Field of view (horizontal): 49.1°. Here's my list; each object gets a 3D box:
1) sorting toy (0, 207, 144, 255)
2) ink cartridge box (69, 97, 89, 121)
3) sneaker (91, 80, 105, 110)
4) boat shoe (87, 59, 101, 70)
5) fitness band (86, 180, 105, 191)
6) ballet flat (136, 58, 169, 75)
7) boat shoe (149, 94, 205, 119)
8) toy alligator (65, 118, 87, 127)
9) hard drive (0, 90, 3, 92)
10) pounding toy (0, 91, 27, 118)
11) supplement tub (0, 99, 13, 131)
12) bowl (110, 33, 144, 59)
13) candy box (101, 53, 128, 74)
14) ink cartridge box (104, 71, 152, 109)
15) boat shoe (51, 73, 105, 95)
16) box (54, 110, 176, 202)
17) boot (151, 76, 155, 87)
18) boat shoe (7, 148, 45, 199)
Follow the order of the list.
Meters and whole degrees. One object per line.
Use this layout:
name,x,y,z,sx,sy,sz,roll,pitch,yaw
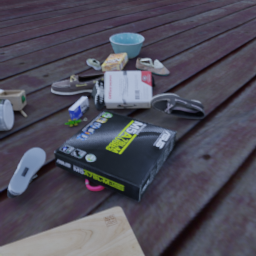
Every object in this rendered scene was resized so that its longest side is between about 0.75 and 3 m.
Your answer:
sorting toy,-0.891,3.123,5.091,2.664,0.927,2.648,-14,39,-18
ink cartridge box,-1.871,-0.731,10.755,0.232,0.494,1.050,8,36,22
sneaker,-1.248,-1.266,11.540,0.478,0.651,1.438,19,53,-31
boat shoe,-1.757,-3.361,14.477,0.430,0.370,1.193,-23,42,-29
fitness band,-0.918,1.467,8.046,0.599,0.156,0.834,-2,34,-5
ballet flat,1.189,-3.070,13.876,1.823,0.613,0.621,17,39,21
boat shoe,1.880,-0.751,10.340,2.169,0.725,0.618,6,37,-17
toy alligator,-1.921,-0.213,10.310,0.819,0.243,0.222,-14,-2,-18
hard drive,-5.542,-1.351,11.898,1.237,0.165,0.816,13,38,16
pounding toy,-4.460,-0.950,10.979,1.130,0.803,1.040,0,22,-4
supplement tub,-5.089,-0.405,9.790,1.829,1.121,1.121,-5,36,-5
bowl,-0.068,-4.465,15.482,1.857,0.971,1.857,0,35,0
candy box,-0.660,-3.291,14.217,0.908,0.435,1.572,-1,34,18
ink cartridge box,-0.001,-1.491,11.080,1.810,0.750,1.328,0,75,0
boat shoe,-2.128,-1.951,12.228,2.478,0.738,0.890,-3,36,-5
box,-0.277,0.637,8.643,2.774,0.682,2.872,17,36,23
boot,0.588,-1.887,12.353,1.254,0.566,1.531,-4,36,-14
boat shoe,-2.870,1.264,7.897,0.601,0.556,1.629,30,41,-18
